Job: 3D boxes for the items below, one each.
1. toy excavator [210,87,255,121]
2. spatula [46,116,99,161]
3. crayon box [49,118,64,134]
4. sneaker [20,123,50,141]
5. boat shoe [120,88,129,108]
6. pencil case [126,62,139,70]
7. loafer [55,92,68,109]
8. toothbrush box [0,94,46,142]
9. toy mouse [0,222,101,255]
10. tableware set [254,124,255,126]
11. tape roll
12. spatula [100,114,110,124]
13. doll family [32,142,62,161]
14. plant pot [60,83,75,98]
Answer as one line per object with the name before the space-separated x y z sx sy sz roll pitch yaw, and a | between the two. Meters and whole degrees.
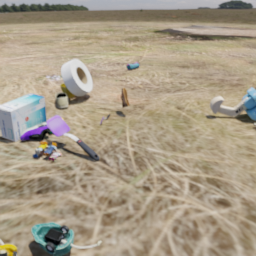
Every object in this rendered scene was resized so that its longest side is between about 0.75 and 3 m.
toy excavator | 4.537 -0.815 10.585 2.113 2.173 1.085 42 20 -15
spatula | -1.622 0.334 8.342 2.055 0.211 0.581 36 44 20
crayon box | -2.515 -0.073 9.851 0.515 0.253 0.867 -1 25 -15
sneaker | -2.997 0.229 9.114 0.992 0.345 0.493 -28 69 -18
boat shoe | -0.177 -1.176 10.923 0.289 0.289 0.821 -22 61 27
pencil case | 0.306 -3.869 17.567 0.835 0.386 0.355 -20 13 -39
loafer | -2.849 -1.291 12.095 0.570 0.514 1.505 -8 27 -17
toothbrush box | -3.551 -0.386 9.508 0.653 1.121 1.531 16 29 23
toy mouse | -1.382 2.316 4.757 1.928 0.420 2.170 -10 28 -19
tableware set | 5.717 0.257 9.133 2.277 0.316 2.726 -3 26 -6
tape roll | -2.248 -2.208 12.418 0.552 1.578 1.578 -20 19 22
spatula | -0.859 -0.362 10.581 0.100 0.275 0.974 34 25 6
doll family | -2.375 0.623 8.247 0.865 0.390 0.537 10 31 12
plant pot | -2.708 -1.714 12.910 0.798 0.566 0.798 1 25 0
